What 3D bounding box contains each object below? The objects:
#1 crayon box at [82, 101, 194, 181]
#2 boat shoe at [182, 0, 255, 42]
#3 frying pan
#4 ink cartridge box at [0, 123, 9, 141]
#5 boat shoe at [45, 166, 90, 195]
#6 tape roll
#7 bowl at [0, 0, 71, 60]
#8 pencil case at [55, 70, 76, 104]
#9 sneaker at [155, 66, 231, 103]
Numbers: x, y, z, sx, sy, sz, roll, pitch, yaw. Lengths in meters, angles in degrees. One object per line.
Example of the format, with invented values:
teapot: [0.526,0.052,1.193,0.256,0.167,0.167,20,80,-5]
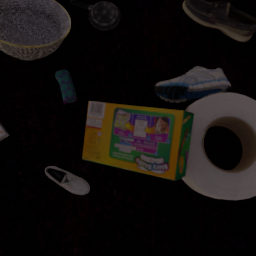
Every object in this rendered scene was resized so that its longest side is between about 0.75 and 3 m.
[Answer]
crayon box: [0.178,0.245,7.270,2.745,0.800,1.630,9,93,28]
boat shoe: [2.938,-3.576,8.801,2.461,0.798,0.885,25,61,-5]
frying pan: [-1.018,-4.027,9.386,1.043,0.281,1.725,-42,84,-9]
ink cartridge box: [-4.589,0.064,8.442,1.369,0.300,1.382,-36,81,-12]
boat shoe: [-1.782,1.532,8.091,1.402,0.458,0.516,22,79,5]
tape roll: [2.744,0.526,8.000,2.981,1.042,2.981,0,79,0]
bowl: [-3.064,-2.858,8.445,2.558,1.200,2.558,9,53,-12]
pencil case: [-1.936,-1.277,8.699,0.457,0.421,0.990,-22,79,18]
sneaker: [1.920,-1.413,8.640,2.265,0.849,0.981,-4,62,-2]
